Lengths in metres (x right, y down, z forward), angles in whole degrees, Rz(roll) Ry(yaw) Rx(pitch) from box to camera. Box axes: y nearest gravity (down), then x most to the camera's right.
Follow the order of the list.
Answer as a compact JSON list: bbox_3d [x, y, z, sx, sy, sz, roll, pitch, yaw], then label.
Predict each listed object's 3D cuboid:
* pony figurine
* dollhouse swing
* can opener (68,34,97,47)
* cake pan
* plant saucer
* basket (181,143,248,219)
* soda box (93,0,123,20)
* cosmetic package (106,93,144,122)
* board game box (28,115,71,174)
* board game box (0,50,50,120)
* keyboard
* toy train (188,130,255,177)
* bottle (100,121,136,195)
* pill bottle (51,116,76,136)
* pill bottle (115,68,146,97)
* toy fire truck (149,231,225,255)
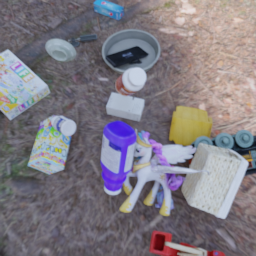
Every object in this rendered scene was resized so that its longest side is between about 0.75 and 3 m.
[{"bbox_3d":[0.883,1.248,7.837,2.228,2.308,1.922,7,14,-7],"label":"pony figurine"},{"bbox_3d":[2.276,-0.067,10.369,1.378,1.211,1.252,9,102,5],"label":"dollhouse swing"},{"bbox_3d":[-2.067,-3.983,12.767,1.341,0.353,0.446,-14,95,-7],"label":"can opener"},{"bbox_3d":[0.128,-3.228,12.116,2.495,0.458,2.495,-1,61,2],"label":"cake pan"},{"bbox_3d":[-2.517,-2.788,10.389,1.143,1.143,0.287,6,64,4],"label":"plant saucer"},{"bbox_3d":[2.420,1.465,8.141,1.118,1.228,1.812,16,101,-6],"label":"basket"},{"bbox_3d":[-0.958,-5.828,13.761,1.445,0.464,0.490,26,62,15],"label":"soda box"},{"bbox_3d":[-0.105,-0.795,10.649,1.313,0.533,0.741,13,61,7],"label":"cosmetic package"},{"bbox_3d":[-2.579,0.579,9.447,0.859,0.875,1.668,-22,49,38],"label":"board game box"},{"bbox_3d":[-4.801,-1.813,11.291,2.822,0.483,1.897,40,67,21],"label":"board game box"},{"bbox_3d":[0.040,-2.922,11.789,1.786,0.229,1.072,-27,56,-27],"label":"keyboard"},{"bbox_3d":[3.165,0.948,9.239,2.574,1.097,1.467,-9,76,-2],"label":"toy train"},{"bbox_3d":[-0.312,0.875,7.396,0.679,2.081,0.869,-20,42,-36],"label":"bottle"},{"bbox_3d":[-1.899,-0.086,8.121,0.467,0.467,0.780,-41,39,-22],"label":"pill bottle"},{"bbox_3d":[0.091,-1.466,8.905,0.727,1.297,0.727,2,85,-17],"label":"pill bottle"},{"bbox_3d":[1.646,3.373,7.529,2.163,1.525,0.527,10,60,7],"label":"toy fire truck"}]
